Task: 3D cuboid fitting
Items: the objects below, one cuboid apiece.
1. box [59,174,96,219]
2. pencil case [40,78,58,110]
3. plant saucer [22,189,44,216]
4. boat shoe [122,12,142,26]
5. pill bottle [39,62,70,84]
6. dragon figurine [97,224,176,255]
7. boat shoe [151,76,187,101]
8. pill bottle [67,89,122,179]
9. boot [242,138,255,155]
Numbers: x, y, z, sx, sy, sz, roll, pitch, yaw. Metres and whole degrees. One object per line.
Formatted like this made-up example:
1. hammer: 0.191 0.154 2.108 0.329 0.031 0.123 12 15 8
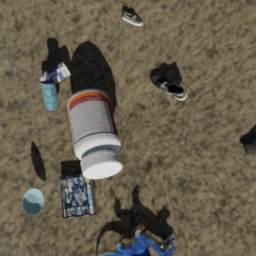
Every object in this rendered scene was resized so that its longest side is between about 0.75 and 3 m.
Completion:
1. box: -1.926 2.591 10.704 1.257 0.364 1.581 -7 82 -1
2. pencil case: -2.985 -1.250 10.600 0.550 1.190 0.506 26 44 29
3. plant saucer: -3.460 2.666 10.069 0.182 0.946 0.946 -9 80 34
4. boat shoe: 0.195 -4.574 11.756 0.901 0.287 0.319 21 58 -1
5. pill bottle: -2.956 -2.127 11.273 1.129 0.627 0.627 -31 83 -4
6. dragon figurine: 0.313 4.536 10.164 2.940 0.865 1.461 -29 82 -5
7. boat shoe: 1.579 -1.675 11.110 1.629 0.551 0.585 33 92 23
8. pill bottle: -1.191 0.203 10.020 1.619 1.619 2.955 -15 62 -2
9. boot: 5.128 1.031 10.930 0.890 0.499 1.287 -26 69 1
